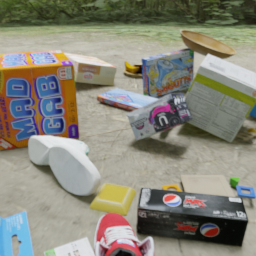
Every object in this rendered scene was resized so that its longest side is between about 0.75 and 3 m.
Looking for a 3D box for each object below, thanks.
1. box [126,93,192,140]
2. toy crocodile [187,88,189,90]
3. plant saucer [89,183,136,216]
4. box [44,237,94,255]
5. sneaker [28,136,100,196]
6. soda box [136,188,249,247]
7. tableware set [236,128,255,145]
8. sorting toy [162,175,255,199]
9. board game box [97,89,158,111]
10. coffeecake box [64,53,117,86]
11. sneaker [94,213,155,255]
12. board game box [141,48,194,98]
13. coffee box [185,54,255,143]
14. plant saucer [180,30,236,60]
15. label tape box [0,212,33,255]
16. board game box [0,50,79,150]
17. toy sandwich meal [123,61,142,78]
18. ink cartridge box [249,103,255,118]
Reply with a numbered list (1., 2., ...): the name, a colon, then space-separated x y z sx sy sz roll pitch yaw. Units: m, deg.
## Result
1. box: 0.942 -0.326 8.449 1.588 0.911 1.049 -24 -5 31
2. toy crocodile: 3.256 -2.036 13.871 0.370 0.338 1.095 -14 29 -27
3. plant saucer: -0.335 1.561 6.395 0.869 0.211 0.869 6 26 15
4. box: -1.014 2.296 4.919 0.805 0.146 0.581 -10 27 -23
5. sneaker: -1.430 0.754 7.304 1.264 1.074 2.856 -7 22 -43
6. soda box: 1.191 1.713 5.468 2.015 0.713 0.638 5 28 8
7. tableware set: 4.370 0.317 8.548 1.277 0.291 1.895 -27 20 -10
8. sorting toy: 1.824 1.473 6.523 2.082 0.284 1.172 0 21 0
9. board game box: 0.156 -1.133 11.917 2.758 0.268 1.420 19 30 33
10. coffeecake box: -2.201 -3.163 14.987 2.125 1.012 2.769 1 22 -31
11. sneaker: -0.127 1.865 4.418 0.843 1.331 2.367 -5 26 -9
12. board game box: 1.878 -2.515 12.922 2.696 1.825 0.465 -20 31 -26
13. coffee box: 3.056 -1.049 9.389 1.966 1.944 1.963 26 31 12
14. plant saucer: 3.641 -3.816 13.080 2.765 0.490 2.765 14 31 -9
15. label tape box: -2.930 2.027 4.743 2.376 0.786 1.702 -12 28 -21
16. board game box: -3.139 -1.072 9.308 2.460 2.461 2.459 -9 27 -18
17. toy sandwich meal: 0.858 -3.586 16.557 2.461 0.843 2.461 0 25 0
18. ink cartridge box: 5.582 -1.653 10.290 1.074 2.550 1.844 32 39 29
